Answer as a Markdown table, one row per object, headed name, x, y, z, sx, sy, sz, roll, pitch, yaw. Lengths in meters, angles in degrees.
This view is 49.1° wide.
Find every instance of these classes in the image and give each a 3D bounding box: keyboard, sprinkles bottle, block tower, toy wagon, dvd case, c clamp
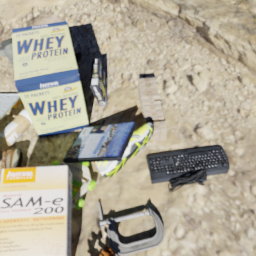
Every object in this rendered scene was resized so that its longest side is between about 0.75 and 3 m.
| name | x | y | z | sx | sy | sz | roll | pitch | yaw |
| --- | --- | --- | --- | --- | --- | --- | --- | --- | --- |
| keyboard | 2.037 | 1.239 | 9.162 | 2.738 | 0.543 | 1.425 | -8 | 56 | -5 |
| sprinkles bottle | -4.055 | 0.137 | 9.880 | 0.576 | 0.576 | 1.688 | 26 | 60 | 17 |
| block tower | 0.848 | -0.767 | 10.419 | 0.700 | 0.749 | 2.592 | -6 | 55 | -4 |
| toy wagon | -1.814 | 1.628 | 8.967 | 1.574 | 0.401 | 2.028 | 24 | 58 | 15 |
| dvd case | -0.919 | 0.487 | 9.038 | 2.200 | 0.193 | 1.569 | -6 | 40 | 30 |
| c clamp | 0.080 | 2.814 | 8.173 | 1.876 | 0.254 | 1.602 | -7 | 56 | -3 |

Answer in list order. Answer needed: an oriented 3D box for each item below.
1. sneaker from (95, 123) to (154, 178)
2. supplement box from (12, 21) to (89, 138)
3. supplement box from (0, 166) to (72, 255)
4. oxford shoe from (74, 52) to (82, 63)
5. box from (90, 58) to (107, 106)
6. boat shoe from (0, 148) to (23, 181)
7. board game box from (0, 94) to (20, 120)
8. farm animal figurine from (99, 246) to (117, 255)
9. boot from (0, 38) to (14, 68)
| name | x | y | z | sx | sy | sz | roll | pitch | yaw |
| --- | --- | --- | --- | --- | --- | --- | --- | --- | --- |
| sneaker | -0.134 | 0.563 | 9.086 | 2.329 | 0.878 | 0.890 | -41 | 70 | -7 |
| supplement box | -2.637 | -1.648 | 9.769 | 1.855 | 2.761 | 2.764 | -13 | 56 | -9 |
| supplement box | -2.470 | 2.550 | 7.499 | 1.815 | 1.059 | 2.879 | -3 | 67 | -5 |
| oxford shoe | -2.488 | -2.961 | 12.123 | 0.500 | 0.430 | 1.184 | 25 | 55 | 28 |
| box | -1.110 | -1.762 | 10.808 | 0.363 | 1.192 | 1.479 | -6 | 55 | 7 |
| boat shoe | -3.858 | 1.444 | 8.911 | 0.668 | 0.685 | 1.810 | 3 | 46 | -8 |
| board game box | -5.565 | -0.479 | 9.688 | 2.890 | 0.374 | 2.890 | 0 | 28 | 0 |
| farm animal figurine | -0.703 | 3.826 | 7.042 | 0.708 | 1.137 | 1.408 | 33 | 59 | 11 |
| boot | -4.815 | -2.830 | 11.696 | 0.703 | 2.076 | 1.356 | -30 | 105 | -24 |
